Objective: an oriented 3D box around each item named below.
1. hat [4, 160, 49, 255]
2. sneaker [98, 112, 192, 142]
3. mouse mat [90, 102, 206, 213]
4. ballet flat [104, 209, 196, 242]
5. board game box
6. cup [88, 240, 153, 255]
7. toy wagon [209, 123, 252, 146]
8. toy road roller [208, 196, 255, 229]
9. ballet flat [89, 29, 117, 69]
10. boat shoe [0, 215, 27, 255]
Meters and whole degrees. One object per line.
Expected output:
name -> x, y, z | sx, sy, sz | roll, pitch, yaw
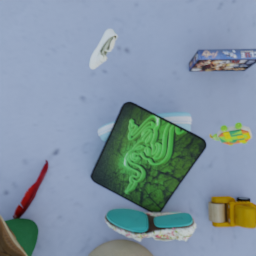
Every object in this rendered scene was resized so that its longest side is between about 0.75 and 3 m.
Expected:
hat -> -2.827, 2.940, 8.135 | 2.173, 2.309, 2.623 | 41, 131, 16
sneaker -> 0.554, 0.565, 7.954 | 2.727, 1.085, 1.780 | -7, 85, 0
mouse mat -> 0.409, 0.953, 7.635 | 2.364, 0.111, 2.938 | 27, 119, 2
ballet flat -> 0.616, 2.860, 7.941 | 2.584, 0.977, 0.826 | 3, 118, 4
board game box -> 2.737, -1.931, 8.073 | 1.732, 1.173, 0.300 | -1, 85, 1
cup -> -0.236, 4.471, 7.335 | 2.479, 1.773, 2.479 | 0, 86, 1
toy wagon -> 2.295, 0.184, 6.335 | 0.897, 0.696, 0.177 | -12, 51, 28
toy road roller -> 3.006, 2.410, 7.869 | 1.335, 0.974, 0.820 | -1, 86, 0
ballet flat -> -0.631, -1.975, 7.201 | 0.398, 0.398, 1.147 | 31, 105, 2
boat shoe -> -2.061, 2.536, 4.797 | 0.987, 0.984, 2.735 | -36, 51, -20
